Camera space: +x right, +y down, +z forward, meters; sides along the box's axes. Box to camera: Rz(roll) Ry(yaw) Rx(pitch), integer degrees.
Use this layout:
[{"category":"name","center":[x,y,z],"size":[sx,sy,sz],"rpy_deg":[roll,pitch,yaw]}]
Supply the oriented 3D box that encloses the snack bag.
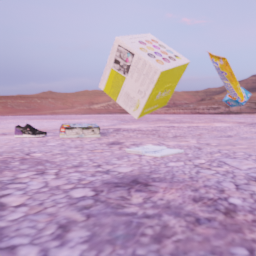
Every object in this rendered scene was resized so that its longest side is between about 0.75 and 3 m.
[{"category":"snack bag","center":[0.875,0.748,9.216],"size":[1.459,0.156,1.376],"rpy_deg":[5,6,45]}]

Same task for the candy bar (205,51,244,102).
[{"category":"candy bar","center":[2.650,-1.330,7.462],"size":[0.547,0.243,2.194],"rpy_deg":[33,-4,42]}]

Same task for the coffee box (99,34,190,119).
[{"category":"coffee box","center":[0.717,-2.423,12.804],"size":[2.605,2.634,2.630],"rpy_deg":[41,39,19]}]

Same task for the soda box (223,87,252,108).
[{"category":"soda box","center":[3.850,-1.071,9.997],"size":[0.449,0.474,1.399],"rpy_deg":[36,4,2]}]

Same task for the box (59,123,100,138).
[{"category":"box","center":[-2.554,0.103,14.808],"size":[1.952,0.569,2.851],"rpy_deg":[-1,5,-11]}]

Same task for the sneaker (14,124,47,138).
[{"category":"sneaker","center":[-4.802,0.125,13.774],"size":[1.565,0.685,0.593],"rpy_deg":[-1,4,-7]}]
